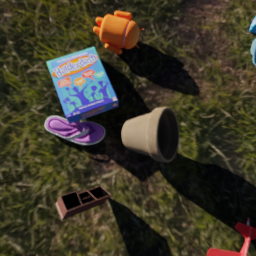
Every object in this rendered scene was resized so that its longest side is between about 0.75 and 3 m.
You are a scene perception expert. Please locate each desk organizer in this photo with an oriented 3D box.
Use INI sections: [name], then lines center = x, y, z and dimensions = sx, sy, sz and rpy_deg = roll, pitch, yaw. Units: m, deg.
[desk organizer]
center = -1.567, 2.532, 9.890
dimensions = 1.791, 0.690, 0.642
rpy_deg = -13, 61, -36

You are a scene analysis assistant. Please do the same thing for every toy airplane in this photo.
[toy airplane]
center = 4.242, 4.539, 10.150
dimensions = 2.494, 0.459, 2.494
rpy_deg = 0, 78, -2

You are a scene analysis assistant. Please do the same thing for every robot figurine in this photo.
[robot figurine]
center = -0.404, -3.986, 11.740
dimensions = 2.018, 1.177, 1.451
rpy_deg = 17, 58, 5

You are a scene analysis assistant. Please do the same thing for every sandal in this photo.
[sandal]
center = -2.146, 0.099, 11.082
dimensions = 2.442, 0.600, 0.994
rpy_deg = 9, 78, 2

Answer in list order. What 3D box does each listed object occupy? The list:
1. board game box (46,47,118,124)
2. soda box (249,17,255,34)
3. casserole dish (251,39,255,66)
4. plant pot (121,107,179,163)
[board game box]
center = -1.846, -1.751, 11.229
dimensions = 2.083, 0.616, 2.739
rpy_deg = -21, 69, -9
[soda box]
center = 6.281, -4.254, 12.084
dimensions = 1.811, 0.581, 0.614
rpy_deg = 21, 78, 5
[casserole dish]
center = 6.465, -3.066, 11.634
dimensions = 2.834, 0.550, 1.716
rpy_deg = 13, 97, 2
[plant pot]
center = 0.744, 0.273, 10.251
dimensions = 1.694, 1.942, 1.942
rpy_deg = -2, 75, 33
